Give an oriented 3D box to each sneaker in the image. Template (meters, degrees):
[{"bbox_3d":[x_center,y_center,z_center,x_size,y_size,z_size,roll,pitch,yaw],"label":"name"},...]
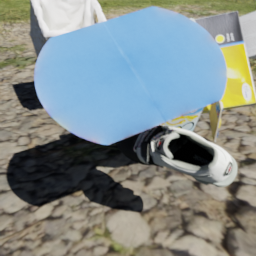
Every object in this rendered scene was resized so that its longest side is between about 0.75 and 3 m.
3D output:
[{"bbox_3d":[0.644,0.286,4.964,2.384,1.055,0.883,13,76,34],"label":"sneaker"}]

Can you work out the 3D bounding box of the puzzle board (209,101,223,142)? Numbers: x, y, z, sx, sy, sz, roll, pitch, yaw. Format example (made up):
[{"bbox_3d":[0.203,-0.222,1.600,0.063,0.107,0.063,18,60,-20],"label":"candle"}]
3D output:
[{"bbox_3d":[2.163,-0.391,6.891,0.109,0.944,1.253,5,35,7],"label":"puzzle board"}]

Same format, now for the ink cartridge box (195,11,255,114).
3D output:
[{"bbox_3d":[1.970,-1.752,8.087,2.775,2.742,0.652,-10,-8,7],"label":"ink cartridge box"}]

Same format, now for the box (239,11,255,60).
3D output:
[{"bbox_3d":[4.127,-2.951,8.999,0.691,1.299,0.989,-11,1,35],"label":"box"}]

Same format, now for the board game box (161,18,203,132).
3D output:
[{"bbox_3d":[0.769,-0.775,6.476,1.505,2.870,1.478,-13,63,-7],"label":"board game box"}]

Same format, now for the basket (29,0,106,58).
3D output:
[{"bbox_3d":[-2.021,-3.211,9.383,2.220,1.786,2.200,-10,61,-26],"label":"basket"}]

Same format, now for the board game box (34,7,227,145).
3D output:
[{"bbox_3d":[0.049,-0.781,4.286,2.770,0.539,2.189,-22,60,-11],"label":"board game box"}]
